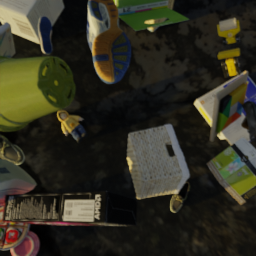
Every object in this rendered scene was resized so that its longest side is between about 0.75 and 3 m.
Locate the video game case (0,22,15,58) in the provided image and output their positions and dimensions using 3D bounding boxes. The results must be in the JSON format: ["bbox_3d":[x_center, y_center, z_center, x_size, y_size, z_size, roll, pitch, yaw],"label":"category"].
[{"bbox_3d":[-4.207,-2.188,8.657,0.197,1.636,1.795,36,67,-4],"label":"video game case"}]

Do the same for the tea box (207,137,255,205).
[{"bbox_3d":[2.726,1.046,6.719,1.106,0.751,1.125,-40,120,12],"label":"tea box"}]

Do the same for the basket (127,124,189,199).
[{"bbox_3d":[0.678,0.904,7.130,1.168,1.452,1.439,-10,60,-9],"label":"basket"}]

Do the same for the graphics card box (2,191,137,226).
[{"bbox_3d":[-1.229,1.810,6.157,2.523,1.583,0.642,-8,67,21],"label":"graphics card box"}]

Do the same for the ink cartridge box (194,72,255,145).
[{"bbox_3d":[4.096,-0.609,10.464,2.305,0.548,2.332,-29,77,-10],"label":"ink cartridge box"}]

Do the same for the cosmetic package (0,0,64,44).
[{"bbox_3d":[-3.936,-4.905,11.125,1.734,1.732,2.102,23,74,8],"label":"cosmetic package"}]

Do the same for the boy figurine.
[{"bbox_3d":[-2.070,-0.137,10.346,0.883,0.457,1.420,-39,79,-8],"label":"boy figurine"}]

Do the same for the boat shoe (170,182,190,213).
[{"bbox_3d":[1.780,2.355,9.626,0.406,0.343,1.140,26,75,8],"label":"boat shoe"}]

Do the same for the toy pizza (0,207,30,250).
[{"bbox_3d":[-3.997,3.249,9.272,1.470,0.233,1.470,-3,63,6],"label":"toy pizza"}]

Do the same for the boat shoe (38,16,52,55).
[{"bbox_3d":[-2.274,-2.468,7.548,0.364,0.365,1.009,-2,90,-31],"label":"boat shoe"}]

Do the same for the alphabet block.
[{"bbox_3d":[0.982,-5.016,11.371,1.300,1.331,1.307,39,77,10],"label":"alphabet block"}]

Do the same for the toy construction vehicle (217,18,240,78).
[{"bbox_3d":[3.434,-2.505,8.107,1.709,1.963,0.691,-9,48,28],"label":"toy construction vehicle"}]

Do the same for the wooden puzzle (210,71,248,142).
[{"bbox_3d":[2.758,-0.553,7.541,0.302,1.499,1.620,29,53,35],"label":"wooden puzzle"}]

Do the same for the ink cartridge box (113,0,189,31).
[{"bbox_3d":[0.479,-3.924,8.384,1.832,0.939,2.479,-17,44,-18],"label":"ink cartridge box"}]

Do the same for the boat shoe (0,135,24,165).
[{"bbox_3d":[-3.650,0.539,8.055,1.504,0.449,0.537,35,77,11],"label":"boat shoe"}]

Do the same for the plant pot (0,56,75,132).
[{"bbox_3d":[-2.680,-1.097,7.734,2.116,2.228,2.228,-7,70,30],"label":"plant pot"}]

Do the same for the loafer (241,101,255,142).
[{"bbox_3d":[3.112,-0.207,7.082,0.563,1.558,0.567,-29,111,18],"label":"loafer"}]

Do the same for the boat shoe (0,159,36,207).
[{"bbox_3d":[-3.092,1.370,6.542,0.968,2.776,0.988,41,84,9],"label":"boat shoe"}]

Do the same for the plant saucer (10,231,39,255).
[{"bbox_3d":[-3.416,3.893,9.211,0.942,0.239,0.942,0,73,0],"label":"plant saucer"}]

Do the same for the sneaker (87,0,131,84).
[{"bbox_3d":[-0.582,-2.223,7.608,0.996,1.166,2.645,-1,67,-15],"label":"sneaker"}]
